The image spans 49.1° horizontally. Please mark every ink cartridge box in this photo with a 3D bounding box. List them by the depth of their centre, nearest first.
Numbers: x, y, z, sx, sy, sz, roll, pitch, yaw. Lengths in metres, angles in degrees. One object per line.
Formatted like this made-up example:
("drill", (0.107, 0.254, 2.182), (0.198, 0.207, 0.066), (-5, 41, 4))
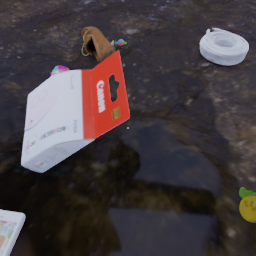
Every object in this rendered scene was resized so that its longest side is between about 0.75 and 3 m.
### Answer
("ink cartridge box", (-1.280, -0.499, 6.207), (2.625, 0.749, 2.133), (-34, 47, 29))

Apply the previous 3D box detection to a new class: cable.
("cable", (3.287, -2.778, 9.702), (1.610, 0.558, 1.611), (24, 50, 20))

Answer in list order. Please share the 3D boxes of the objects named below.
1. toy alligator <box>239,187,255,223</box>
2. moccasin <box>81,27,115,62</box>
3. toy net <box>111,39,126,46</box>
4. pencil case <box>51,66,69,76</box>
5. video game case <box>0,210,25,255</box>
("toy alligator", (2.883, 1.961, 4.673), (0.935, 0.678, 2.821), (8, 36, -31))
("moccasin", (-1.180, -2.839, 9.566), (0.809, 0.766, 2.095), (-22, 52, -16))
("toy net", (-0.476, -3.044, 10.254), (0.813, 0.157, 0.426), (-21, 52, -17))
("pencil case", (-1.937, -1.209, 8.105), (0.638, 0.638, 1.444), (-7, 43, -7))
("video game case", (-2.847, 2.182, 5.061), (1.426, 0.179, 1.566), (6, 46, 6))
